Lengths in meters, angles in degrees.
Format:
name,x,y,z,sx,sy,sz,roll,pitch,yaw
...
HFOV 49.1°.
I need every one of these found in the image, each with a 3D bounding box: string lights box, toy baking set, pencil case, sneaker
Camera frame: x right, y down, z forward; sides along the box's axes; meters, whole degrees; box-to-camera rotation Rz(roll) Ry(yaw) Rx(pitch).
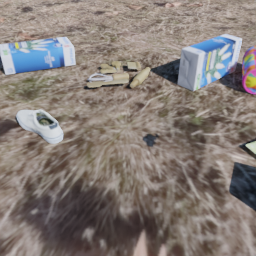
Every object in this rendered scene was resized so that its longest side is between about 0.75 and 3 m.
name,x,y,z,sx,sy,sz,roll,pitch,yaw
string lights box,-3.935,-3.191,12.242,2.938,0.866,1.510,-14,38,-19
string lights box,3.207,-2.618,10.950,2.798,1.438,0.825,-27,43,-32
toy baking set,-0.381,-2.052,11.188,2.140,0.324,2.789,9,36,18
pencil case,5.027,-2.304,10.835,1.169,1.169,2.646,12,39,17
sneaker,-2.618,-0.246,8.255,1.942,0.687,0.709,24,42,30

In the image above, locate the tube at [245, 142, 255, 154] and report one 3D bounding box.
name,x,y,z,sx,sy,sz,roll,pitch,yaw
tube,4.175,0.393,7.598,1.865,0.484,0.541,-18,1,-16
